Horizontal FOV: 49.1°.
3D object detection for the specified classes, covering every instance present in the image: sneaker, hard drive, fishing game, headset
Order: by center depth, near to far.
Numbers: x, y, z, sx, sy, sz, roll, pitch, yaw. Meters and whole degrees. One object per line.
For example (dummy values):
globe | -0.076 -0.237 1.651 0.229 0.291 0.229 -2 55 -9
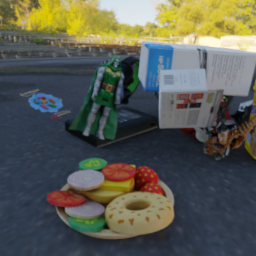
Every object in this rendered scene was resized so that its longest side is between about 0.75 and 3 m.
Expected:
fishing game | -2.160 -0.697 7.423 1.247 0.194 0.893 36 34 21
sneaker | 2.346 0.186 8.774 0.567 0.525 1.398 -25 -33 30
sneaker | -0.595 -0.896 8.952 0.968 2.463 1.098 1 -24 35
hard drive | -0.597 -0.140 10.369 2.873 0.472 2.005 -17 28 -39
headset | -0.175 -1.489 10.454 1.349 1.774 2.872 31 50 20

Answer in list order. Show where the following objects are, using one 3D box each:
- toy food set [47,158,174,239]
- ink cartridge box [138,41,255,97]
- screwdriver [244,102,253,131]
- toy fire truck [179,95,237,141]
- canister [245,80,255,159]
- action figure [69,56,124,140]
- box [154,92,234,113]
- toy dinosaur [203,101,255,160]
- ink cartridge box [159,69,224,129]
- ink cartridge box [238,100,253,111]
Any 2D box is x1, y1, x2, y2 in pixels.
toy food set | -0.308 1.359 5.741 2.460 0.605 2.486 3 19 8
ink cartridge box | 1.793 -1.725 7.954 2.803 1.182 2.046 4 20 -3
screwdriver | 4.272 -1.095 8.973 0.398 2.736 0.382 37 -11 -19
toy fire truck | 2.567 -0.442 9.827 2.206 1.237 1.852 -6 59 -14
canister | 3.980 -0.218 7.867 0.905 2.092 1.553 5 16 6
action figure | -0.655 -0.857 7.718 1.363 2.308 0.631 13 9 -25
box | 2.791 -1.710 11.674 2.697 1.676 2.003 0 28 -17
toy dinosaur | 2.775 0.130 7.598 1.069 1.421 2.093 26 -27 -31
ink cartridge box | 1.457 -0.660 6.855 1.388 1.581 0.663 0 59 4
ink cartridge box | 4.232 -0.539 9.658 0.755 0.428 1.029 -17 22 37
